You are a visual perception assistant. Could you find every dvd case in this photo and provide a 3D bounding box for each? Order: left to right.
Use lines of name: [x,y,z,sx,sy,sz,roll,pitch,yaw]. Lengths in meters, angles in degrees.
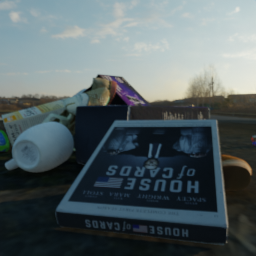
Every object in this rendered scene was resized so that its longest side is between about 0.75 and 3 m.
dvd case: [0.357,0.503,3.980,1.855,0.305,2.468,0,25,15]

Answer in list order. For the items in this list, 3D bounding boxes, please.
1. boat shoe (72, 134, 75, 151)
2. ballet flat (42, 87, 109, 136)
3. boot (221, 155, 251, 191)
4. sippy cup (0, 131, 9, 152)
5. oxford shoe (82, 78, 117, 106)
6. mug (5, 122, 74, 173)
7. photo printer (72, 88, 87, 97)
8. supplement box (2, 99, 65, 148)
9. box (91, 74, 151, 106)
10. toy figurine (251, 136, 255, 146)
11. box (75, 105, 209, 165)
boat shoe: [-1.810,0.394,9.297,2.304,0.764,0.861,0,-1,-18]
ballet flat: [-1.640,-0.252,7.635,0.935,2.652,0.866,44,1,44]
boot: [1.221,0.750,5.079,1.840,0.678,1.423,7,3,16]
sippy cup: [-4.276,0.502,8.926,0.677,0.725,0.924,-21,-5,-46]
oxford shoe: [-1.242,-0.776,8.879,0.865,0.814,2.312,19,-47,-24]
mug: [-2.070,0.538,6.221,1.420,1.049,1.245,-29,2,13]
photo printer: [-2.127,-0.729,12.533,2.019,1.680,0.701,-35,-29,3]
supplement box: [-3.017,-0.259,10.039,2.599,0.956,1.638,-19,20,-23]
box: [-0.155,-0.923,10.458,2.309,0.911,1.630,47,25,19]
toy figurine: [5.050,0.614,10.600,0.839,0.443,0.503,0,31,43]
box: [0.384,0.177,7.086,2.824,1.473,2.089,-2,5,-42]
